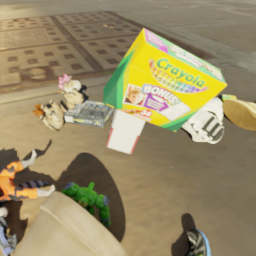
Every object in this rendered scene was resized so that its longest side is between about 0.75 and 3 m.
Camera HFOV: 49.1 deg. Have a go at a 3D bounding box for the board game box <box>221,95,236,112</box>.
[{"bbox_3d":[4.533,-1.077,12.571,0.590,0.277,1.161,8,35,12],"label":"board game box"}]

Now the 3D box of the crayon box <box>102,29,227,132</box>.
[{"bbox_3d":[0.949,-1.148,7.878,2.619,2.260,0.764,20,46,-23],"label":"crayon box"}]

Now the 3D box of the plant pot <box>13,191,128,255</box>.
[{"bbox_3d":[-1.402,2.691,5.627,2.184,2.184,1.895,25,57,32],"label":"plant pot"}]

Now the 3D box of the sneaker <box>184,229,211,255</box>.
[{"bbox_3d":[1.442,2.985,6.251,0.704,0.603,1.700,10,38,3],"label":"sneaker"}]

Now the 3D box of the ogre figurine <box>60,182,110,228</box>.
[{"bbox_3d":[-1.127,1.896,7.045,1.584,0.950,0.777,32,34,19],"label":"ogre figurine"}]

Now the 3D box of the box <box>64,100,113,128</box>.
[{"bbox_3d":[-1.622,-0.633,11.765,1.725,0.440,1.360,8,36,13],"label":"box"}]

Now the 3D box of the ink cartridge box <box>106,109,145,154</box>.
[{"bbox_3d":[-0.001,-0.497,10.100,0.957,1.685,2.312,16,35,-6],"label":"ink cartridge box"}]

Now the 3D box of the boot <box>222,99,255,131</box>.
[{"bbox_3d":[5.457,-0.701,11.381,2.695,0.981,2.095,30,44,34],"label":"boot"}]

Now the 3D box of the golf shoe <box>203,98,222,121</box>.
[{"bbox_3d":[2.477,-0.724,11.424,2.795,1.094,1.359,2,40,5],"label":"golf shoe"}]

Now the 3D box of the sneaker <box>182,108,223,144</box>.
[{"bbox_3d":[2.022,-0.671,9.843,1.127,3.000,1.216,-37,6,-22],"label":"sneaker"}]

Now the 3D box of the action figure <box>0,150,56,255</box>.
[{"bbox_3d":[-3.265,2.077,7.449,2.607,1.410,2.695,-26,68,-23],"label":"action figure"}]

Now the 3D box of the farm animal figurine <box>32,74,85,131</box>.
[{"bbox_3d":[-2.652,-0.977,11.437,2.199,1.106,1.776,-50,42,-9],"label":"farm animal figurine"}]
